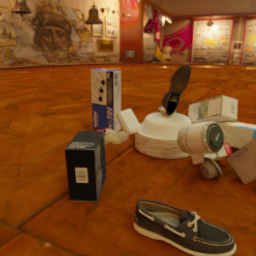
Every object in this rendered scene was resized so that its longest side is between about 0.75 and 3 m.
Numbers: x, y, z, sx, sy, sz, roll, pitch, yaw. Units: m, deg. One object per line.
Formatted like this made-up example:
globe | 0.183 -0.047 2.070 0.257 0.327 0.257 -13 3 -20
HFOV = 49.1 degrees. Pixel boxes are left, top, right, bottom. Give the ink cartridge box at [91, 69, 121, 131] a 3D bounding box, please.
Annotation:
ink cartridge box | -1.052 -1.307 13.392 1.353 2.878 0.636 12 21 31

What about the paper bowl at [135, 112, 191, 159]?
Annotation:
paper bowl | 1.573 0.177 11.402 2.562 1.332 2.562 1 17 0

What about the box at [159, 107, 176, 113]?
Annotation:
box | 2.343 -1.045 16.872 0.923 0.220 0.563 9 20 27

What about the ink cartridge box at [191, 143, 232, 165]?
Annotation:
ink cartridge box | 2.920 0.917 9.898 1.140 0.475 0.828 -7 -16 -18

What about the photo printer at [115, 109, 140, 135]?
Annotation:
photo printer | 0.022 -0.216 10.668 0.330 0.951 0.792 -35 -8 39

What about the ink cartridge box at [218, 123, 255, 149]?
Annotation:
ink cartridge box | 4.793 0.296 11.322 2.469 0.830 1.434 -2 12 -45

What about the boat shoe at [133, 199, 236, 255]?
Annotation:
boat shoe | 1.206 2.172 6.286 2.320 0.700 0.857 10 21 28

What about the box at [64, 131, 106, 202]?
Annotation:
box | -1.185 1.072 8.190 0.841 1.616 1.472 1 18 6

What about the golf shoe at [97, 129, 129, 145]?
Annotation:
golf shoe | -0.621 0.300 10.860 1.378 0.631 0.519 -7 46 -10

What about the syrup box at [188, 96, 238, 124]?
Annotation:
syrup box | 3.393 -0.644 11.453 0.830 0.803 2.039 12 -12 -23

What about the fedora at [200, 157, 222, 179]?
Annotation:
fedora | 2.576 1.353 8.931 0.406 0.900 0.796 -33 69 -11

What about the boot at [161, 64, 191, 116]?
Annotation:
boot | 1.964 -1.426 11.015 0.772 2.066 1.001 15 38 -11

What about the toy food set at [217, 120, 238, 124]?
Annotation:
toy food set | 4.908 -0.249 14.201 0.882 0.371 1.229 17 25 42

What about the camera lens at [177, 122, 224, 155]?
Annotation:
camera lens | 2.292 0.343 8.845 0.986 0.986 1.233 -15 4 -39

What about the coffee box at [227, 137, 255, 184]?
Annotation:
coffee box | 4.639 0.773 9.040 2.478 1.400 0.989 -13 62 -33
